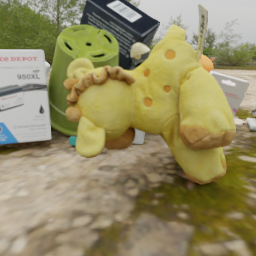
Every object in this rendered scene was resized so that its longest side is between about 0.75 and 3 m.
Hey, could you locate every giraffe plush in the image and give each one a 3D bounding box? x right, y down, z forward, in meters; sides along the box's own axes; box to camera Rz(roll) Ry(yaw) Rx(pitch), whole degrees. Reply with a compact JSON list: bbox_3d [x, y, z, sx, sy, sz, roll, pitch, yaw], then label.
[{"bbox_3d":[0.200,-0.351,4.924,2.394,2.953,2.548,-14,30,-2],"label":"giraffe plush"}]

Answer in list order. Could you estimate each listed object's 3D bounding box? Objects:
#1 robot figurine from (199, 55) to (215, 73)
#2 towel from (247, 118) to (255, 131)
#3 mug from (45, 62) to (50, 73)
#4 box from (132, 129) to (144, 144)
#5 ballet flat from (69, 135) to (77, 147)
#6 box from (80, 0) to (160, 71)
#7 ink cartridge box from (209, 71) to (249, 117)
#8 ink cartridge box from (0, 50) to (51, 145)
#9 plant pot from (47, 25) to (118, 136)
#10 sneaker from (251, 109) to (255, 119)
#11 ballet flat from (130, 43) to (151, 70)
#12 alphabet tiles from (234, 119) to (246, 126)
[{"bbox_3d":[2.458,-1.977,10.502,1.316,1.830,1.067,35,42,1],"label":"robot figurine"},{"bbox_3d":[4.465,-0.097,8.920,1.226,0.220,1.273,4,15,17],"label":"towel"},{"bbox_3d":[-3.079,-1.474,8.616,1.626,1.200,1.425,-42,5,-19],"label":"mug"},{"bbox_3d":[0.073,-0.472,7.644,0.811,1.526,1.162,4,15,1],"label":"box"},{"bbox_3d":[-0.976,0.349,6.930,1.107,0.376,0.379,13,12,35],"label":"ballet flat"},{"bbox_3d":[-0.550,-2.690,9.293,2.000,2.694,1.442,36,45,4],"label":"box"},{"bbox_3d":[2.766,-0.950,8.304,1.105,1.886,0.635,19,53,10],"label":"ink cartridge box"},{"bbox_3d":[-2.864,-0.770,7.061,1.629,2.253,0.949,-5,4,-17],"label":"ink cartridge box"},{"bbox_3d":[-1.188,-1.425,7.769,2.474,2.350,2.474,8,49,-9],"label":"plant pot"},{"bbox_3d":[3.891,-0.245,7.052,1.556,0.704,0.517,-10,-7,-12],"label":"sneaker"},{"bbox_3d":[0.606,-1.244,8.071,0.805,2.423,0.688,-10,14,37],"label":"ballet flat"},{"bbox_3d":[3.472,-0.219,9.673,0.987,0.074,1.009,-1,15,-8],"label":"alphabet tiles"}]
